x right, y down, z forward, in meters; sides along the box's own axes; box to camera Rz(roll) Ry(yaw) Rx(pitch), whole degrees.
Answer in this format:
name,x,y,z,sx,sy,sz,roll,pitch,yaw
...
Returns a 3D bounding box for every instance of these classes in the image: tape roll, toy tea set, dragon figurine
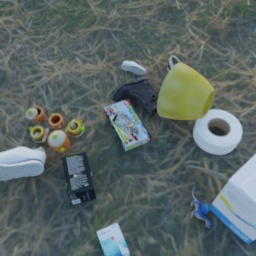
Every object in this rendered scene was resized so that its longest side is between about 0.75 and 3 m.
name,x,y,z,sx,sy,sz,roll,pitch,yaw
tape roll,3.671,0.157,11.549,1.878,0.657,1.878,0,54,0
toy tea set,-3.192,-0.064,11.305,2.687,0.994,1.598,19,67,19
dragon figurine,2.578,2.821,9.826,0.696,0.412,1.399,3,56,3

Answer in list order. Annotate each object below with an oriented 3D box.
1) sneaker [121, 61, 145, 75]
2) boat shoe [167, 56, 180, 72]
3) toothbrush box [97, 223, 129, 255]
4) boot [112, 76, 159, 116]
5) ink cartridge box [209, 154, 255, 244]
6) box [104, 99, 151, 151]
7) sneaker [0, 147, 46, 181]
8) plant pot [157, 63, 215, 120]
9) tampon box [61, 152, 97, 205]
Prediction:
name,x,y,z,sx,sy,sz,roll,pitch,yaw
sneaker,0.318,-3.036,13.935,1.272,0.486,0.512,23,49,13
boat shoe,2.553,-2.543,13.433,0.781,0.686,2.193,-18,58,-15
toothbrush box,-0.492,3.774,9.139,0.754,0.439,1.030,-19,56,-13
boot,0.548,-1.269,12.546,2.131,0.738,1.855,-30,68,-10
ink cartridge box,4.054,2.266,9.020,1.730,2.350,1.700,-36,62,-22
box,-0.056,-0.167,11.931,1.218,0.384,2.214,-22,58,-14
sneaker,-4.505,1.291,10.681,2.650,1.012,1.067,-1,45,-8
plant pot,2.466,-1.233,11.286,1.662,2.341,2.341,26,59,26
tampon box,-1.766,1.817,10.105,0.925,1.098,1.465,-13,56,-9
